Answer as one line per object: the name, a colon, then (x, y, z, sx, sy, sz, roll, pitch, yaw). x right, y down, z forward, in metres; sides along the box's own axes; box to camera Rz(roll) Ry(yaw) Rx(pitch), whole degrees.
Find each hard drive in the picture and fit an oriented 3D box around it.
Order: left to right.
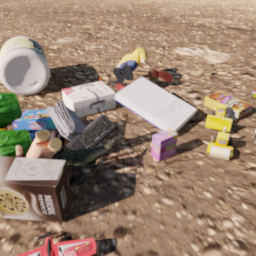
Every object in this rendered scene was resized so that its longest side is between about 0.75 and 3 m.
hard drive: (1.088, -0.922, 11.088, 2.753, 0.349, 1.816, 34, 50, 21)

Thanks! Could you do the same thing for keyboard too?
keyboard: (-1.088, 0.477, 8.911, 1.726, 0.178, 1.097, -42, 85, 1)

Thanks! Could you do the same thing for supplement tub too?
supplement tub: (-4.995, -3.089, 13.438, 2.165, 2.165, 2.986, -11, 35, -16)

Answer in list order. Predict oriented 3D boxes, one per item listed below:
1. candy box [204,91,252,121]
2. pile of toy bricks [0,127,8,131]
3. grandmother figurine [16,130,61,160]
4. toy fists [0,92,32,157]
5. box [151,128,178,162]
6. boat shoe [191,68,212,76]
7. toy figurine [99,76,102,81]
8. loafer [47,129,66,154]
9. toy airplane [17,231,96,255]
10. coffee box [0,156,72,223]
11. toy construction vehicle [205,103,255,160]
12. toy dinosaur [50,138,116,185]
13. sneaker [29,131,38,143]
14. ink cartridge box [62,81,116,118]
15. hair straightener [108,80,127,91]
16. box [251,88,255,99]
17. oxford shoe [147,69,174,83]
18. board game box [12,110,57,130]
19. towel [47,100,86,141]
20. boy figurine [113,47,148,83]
candy box: (4.172, -0.957, 11.772, 0.976, 0.473, 1.674, -22, 41, -32)
pile of toy bricks: (-5.642, -0.036, 9.649, 2.558, 1.263, 1.419, -20, 38, -27)
grandmother figurine: (-2.579, 0.947, 7.612, 1.240, 2.045, 0.619, 41, 31, 8)
toy fists: (-3.923, 0.017, 8.750, 1.221, 2.395, 0.823, -15, -6, -42)
box: (1.181, 0.559, 9.134, 0.744, 0.846, 0.409, -20, 38, -28)
boat shoe: (3.916, -3.005, 14.951, 1.118, 0.361, 0.398, -1, 34, -2)
toy figurine: (-1.572, -2.089, 13.462, 0.610, 0.537, 1.018, -5, 33, 2)
loafer: (-2.314, 0.654, 9.119, 0.679, 0.775, 2.155, -3, 31, -13)
toy airplane: (-1.568, 3.032, 5.826, 2.050, 0.377, 2.050, -1, 34, 0)
coffee box: (-2.772, 1.551, 7.171, 2.400, 1.357, 0.958, 2, 34, 5)
toy construction vehicle: (3.936, 0.047, 9.767, 2.455, 0.993, 2.819, 13, 36, 19)
toy dinosaur: (-1.296, 1.025, 8.161, 2.393, 0.568, 1.055, -13, 80, -23)
sneaker: (-3.240, 0.402, 9.736, 0.497, 0.438, 1.115, 1, 20, 5)
ink cartridge box: (-1.652, -1.225, 11.868, 1.908, 0.809, 1.389, -16, 37, -25)
hair straightener: (-0.384, -2.028, 13.622, 0.651, 0.346, 1.691, -10, 26, -42)
box: (6.557, -1.684, 12.983, 1.131, 0.329, 1.652, 24, 40, 31)
oxford shoe: (1.582, -2.494, 13.653, 1.316, 0.492, 0.464, 19, 76, -8)
board game box: (-3.250, -0.330, 10.594, 1.722, 0.388, 1.310, -2, 22, 4)
towel: (-1.975, -0.184, 9.562, 0.609, 1.177, 1.422, -37, 67, 7)
boy figurine: (0.195, -3.128, 13.534, 1.662, 0.861, 2.674, -8, 28, 29)
